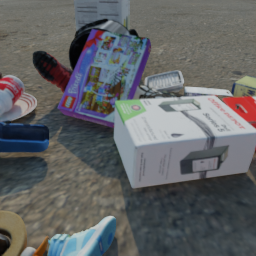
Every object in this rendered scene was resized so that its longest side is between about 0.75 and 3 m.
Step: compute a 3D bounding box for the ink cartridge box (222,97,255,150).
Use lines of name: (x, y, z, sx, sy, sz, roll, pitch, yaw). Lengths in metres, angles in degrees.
ink cartridge box: (4.036, -0.129, 7.484, 2.764, 0.930, 1.606, 0, 28, 0)

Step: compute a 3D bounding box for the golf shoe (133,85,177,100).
golf shoe: (0.684, -0.943, 9.159, 1.737, 0.675, 0.821, 8, 32, 16)

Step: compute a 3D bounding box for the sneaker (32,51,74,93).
sneaker: (-2.378, -1.852, 9.840, 2.178, 0.770, 1.064, 39, 9, -12)

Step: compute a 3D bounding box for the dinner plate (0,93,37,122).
dinner plate: (-4.066, -0.615, 9.007, 2.209, 0.268, 2.209, -1, 31, 0)

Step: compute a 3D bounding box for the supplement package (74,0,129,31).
supplement package: (-1.191, -5.141, 13.878, 2.244, 2.979, 2.261, 4, 31, 7)

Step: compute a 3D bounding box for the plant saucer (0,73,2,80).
plant saucer: (-5.036, -1.529, 8.611, 0.419, 2.431, 2.431, -14, 23, 29)

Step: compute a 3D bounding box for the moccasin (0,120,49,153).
moccasin: (-3.040, 0.183, 7.022, 2.096, 0.843, 0.715, 8, 54, -11)

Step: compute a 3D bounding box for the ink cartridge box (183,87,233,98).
ink cartridge box: (2.686, -1.082, 9.554, 1.539, 0.387, 0.838, 7, 22, 7)

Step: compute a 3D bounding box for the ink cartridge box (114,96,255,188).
ink cartridge box: (1.212, 0.191, 6.643, 2.776, 1.166, 2.020, -5, 32, -14)

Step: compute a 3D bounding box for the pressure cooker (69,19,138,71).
pressure cooker: (-0.927, -2.992, 11.056, 2.300, 2.336, 2.616, 21, 33, 0)

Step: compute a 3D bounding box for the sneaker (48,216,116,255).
sneaker: (-0.810, 1.855, 4.666, 0.862, 0.525, 1.320, 8, 23, 25)

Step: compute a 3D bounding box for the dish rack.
dish rack: (1.315, -1.600, 10.213, 1.394, 0.354, 1.624, -11, 28, 10)

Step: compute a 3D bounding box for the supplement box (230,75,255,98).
supplement box: (4.232, -1.173, 9.472, 1.089, 0.731, 1.088, 26, 40, 37)

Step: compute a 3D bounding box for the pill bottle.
pill bottle: (-3.911, -0.998, 8.806, 0.801, 0.801, 1.426, 3, 37, 5)

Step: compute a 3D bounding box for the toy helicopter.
toy helicopter: (-1.950, 2.213, 4.015, 1.468, 0.875, 2.219, 3, 41, -13)

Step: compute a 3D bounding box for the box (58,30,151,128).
box: (-0.666, -1.552, 8.536, 1.975, 0.564, 2.886, 15, 74, 17)
